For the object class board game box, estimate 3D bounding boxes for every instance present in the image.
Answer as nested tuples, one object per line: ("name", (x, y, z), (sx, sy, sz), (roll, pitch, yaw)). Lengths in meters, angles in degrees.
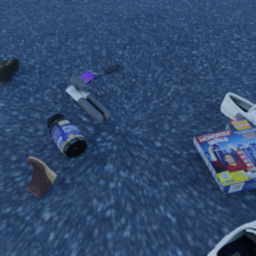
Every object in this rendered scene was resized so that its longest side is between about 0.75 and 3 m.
("board game box", (3.352, 0.687, 8.504), (2.515, 0.776, 2.513), (-10, 44, -10))

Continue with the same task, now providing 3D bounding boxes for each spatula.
("spatula", (-1.195, -2.388, 12.096), (2.027, 0.208, 0.573), (-24, 49, -23))

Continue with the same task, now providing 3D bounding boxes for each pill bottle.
("pill bottle", (-1.972, 0.215, 8.834), (0.815, 0.815, 1.458), (-27, 53, -25))

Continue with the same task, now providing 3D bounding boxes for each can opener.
("can opener", (-1.537, -1.120, 10.366), (0.626, 0.785, 2.347), (-28, 51, -26))

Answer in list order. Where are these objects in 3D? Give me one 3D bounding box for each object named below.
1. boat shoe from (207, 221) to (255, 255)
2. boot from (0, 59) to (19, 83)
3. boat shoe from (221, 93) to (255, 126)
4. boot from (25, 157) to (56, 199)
("boat shoe", (2.950, 2.648, 6.426), (2.562, 0.837, 0.943), (-23, 48, -22))
("boot", (-5.575, -2.407, 11.887), (1.229, 0.688, 1.777), (1, 31, 8))
("boat shoe", (4.282, -0.411, 9.635), (2.382, 0.779, 0.876), (34, 54, 30))
("boot", (-2.571, 1.369, 7.776), (0.988, 0.357, 0.822), (42, 59, -12))
